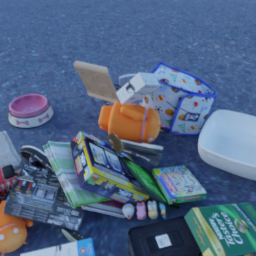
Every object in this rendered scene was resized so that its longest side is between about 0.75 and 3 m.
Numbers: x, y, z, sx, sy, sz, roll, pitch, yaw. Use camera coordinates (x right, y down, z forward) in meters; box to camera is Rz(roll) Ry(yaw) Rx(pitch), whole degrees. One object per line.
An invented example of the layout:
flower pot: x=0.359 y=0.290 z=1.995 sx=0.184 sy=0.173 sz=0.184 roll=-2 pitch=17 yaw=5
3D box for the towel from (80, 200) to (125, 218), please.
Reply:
towel: x=-0.887 y=1.919 z=9.131 sx=1.518 sy=0.240 sz=2.107 roll=20 pitch=30 yaw=-25

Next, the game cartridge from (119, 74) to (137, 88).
game cartridge: x=0.334 y=-2.275 z=14.535 sx=1.595 sy=1.062 sz=0.326 roll=-1 pitch=39 yaw=-2

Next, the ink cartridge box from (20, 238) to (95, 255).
ink cartridge box: x=-1.656 y=3.659 z=6.836 sx=1.823 sy=0.783 sz=1.335 roll=-9 pitch=38 yaw=-11

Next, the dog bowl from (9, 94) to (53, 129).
dog bowl: x=-4.511 y=-0.837 z=12.882 sx=2.017 sy=0.744 sz=2.017 roll=0 pitch=38 yaw=0

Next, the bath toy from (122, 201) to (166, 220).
bath toy: x=0.466 y=2.519 z=8.358 sx=1.272 sy=0.470 sz=0.553 roll=-5 pitch=13 yaw=8

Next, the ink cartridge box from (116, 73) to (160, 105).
ink cartridge box: x=0.358 y=-1.434 z=10.316 sx=0.951 sy=1.311 sz=0.549 roll=-9 pitch=68 yaw=-51

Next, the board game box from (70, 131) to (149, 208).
board game box: x=-0.607 y=1.342 z=8.901 sx=2.370 sy=0.672 sz=1.959 roll=31 pitch=21 yaw=-35

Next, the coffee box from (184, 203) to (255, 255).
coffee box: x=2.682 y=2.671 z=7.206 sx=2.227 sy=0.490 sz=1.369 roll=5 pitch=41 yaw=-27

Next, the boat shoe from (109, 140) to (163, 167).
boat shoe: x=0.160 y=0.876 z=10.376 sx=2.538 sy=0.723 sz=0.849 roll=6 pitch=-5 yaw=44

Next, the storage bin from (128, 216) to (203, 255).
storage bin: x=0.945 y=3.211 z=7.413 sx=1.781 sy=0.835 sz=1.204 roll=-8 pitch=38 yaw=-12

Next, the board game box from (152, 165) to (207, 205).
board game box: x=1.630 y=1.823 z=9.242 sx=1.211 sy=0.262 sz=1.799 roll=-4 pitch=21 yaw=-11

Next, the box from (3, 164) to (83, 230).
box: x=-2.375 y=2.042 z=8.469 sx=2.145 sy=0.534 sz=1.691 roll=17 pitch=28 yaw=-12

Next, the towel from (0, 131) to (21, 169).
towel: x=-4.964 y=1.149 z=9.597 sx=2.224 sy=0.383 sz=1.474 roll=-29 pitch=89 yaw=-17

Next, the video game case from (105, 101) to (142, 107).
video game case: x=0.216 y=-0.941 z=13.151 sx=2.058 sy=0.407 sz=2.271 roll=26 pitch=44 yaw=20

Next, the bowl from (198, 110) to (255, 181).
bowl: x=4.229 y=0.704 z=10.526 sx=2.975 sy=1.110 sz=2.970 roll=19 pitch=41 yaw=22

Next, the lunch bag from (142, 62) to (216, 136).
lunch bag: x=2.026 y=-1.038 z=11.577 sx=2.715 sy=2.308 sz=1.681 roll=25 pitch=47 yaw=14

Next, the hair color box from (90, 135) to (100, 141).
hair color box: x=-1.360 y=0.943 z=10.519 sx=0.723 sy=0.429 sz=1.323 roll=32 pitch=36 yaw=-16

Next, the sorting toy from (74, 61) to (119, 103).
sorting toy: x=-1.349 y=-2.052 z=12.511 sx=1.856 sy=2.006 sz=0.366 roll=18 pitch=59 yaw=27

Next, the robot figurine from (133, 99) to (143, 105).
robot figurine: x=0.470 y=-1.320 z=12.748 sx=0.958 sy=0.541 sz=0.813 roll=-4 pitch=45 yaw=-44

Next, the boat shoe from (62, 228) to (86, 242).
boat shoe: x=-1.505 y=3.099 z=7.956 sx=0.907 sy=0.332 sz=0.284 roll=22 pitch=45 yaw=27

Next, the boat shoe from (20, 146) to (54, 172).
boat shoe: x=-3.216 y=1.247 z=10.157 sx=1.926 sy=0.712 sz=0.581 roll=23 pitch=48 yaw=14

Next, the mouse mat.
mouse mat: x=0.678 y=1.756 z=9.048 sx=1.665 sy=0.078 sz=2.069 roll=29 pitch=11 yaw=-45

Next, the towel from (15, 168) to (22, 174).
towel: x=-3.659 y=1.836 z=9.828 sx=1.125 sy=0.194 sz=1.083 roll=-29 pitch=48 yaw=-36

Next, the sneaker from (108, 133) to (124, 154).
sneaker: x=-0.317 y=0.589 z=9.700 sx=0.359 sy=0.480 sz=1.070 roll=-43 pitch=40 yaw=5

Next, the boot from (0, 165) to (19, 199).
boot: x=-4.065 y=2.182 z=8.531 sx=1.769 sy=0.888 sz=2.452 roll=-10 pitch=46 yaw=-16

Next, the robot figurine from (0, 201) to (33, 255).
robot figurine: x=-3.422 y=2.794 z=7.899 sx=0.930 sy=1.147 sz=1.595 roll=-52 pitch=49 yaw=6

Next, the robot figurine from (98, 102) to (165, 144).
robot figurine: x=0.156 y=-0.193 z=11.006 sx=2.544 sy=1.830 sz=1.484 roll=11 pitch=36 yaw=3

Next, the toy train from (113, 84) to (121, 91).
toy train: x=-1.020 y=-2.038 z=13.607 sx=1.457 sy=0.249 sz=0.334 roll=14 pitch=63 yaw=17

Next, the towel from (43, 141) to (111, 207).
towel: x=-1.477 y=1.321 z=8.652 sx=1.694 sy=0.348 sz=2.270 roll=3 pitch=43 yaw=-50
